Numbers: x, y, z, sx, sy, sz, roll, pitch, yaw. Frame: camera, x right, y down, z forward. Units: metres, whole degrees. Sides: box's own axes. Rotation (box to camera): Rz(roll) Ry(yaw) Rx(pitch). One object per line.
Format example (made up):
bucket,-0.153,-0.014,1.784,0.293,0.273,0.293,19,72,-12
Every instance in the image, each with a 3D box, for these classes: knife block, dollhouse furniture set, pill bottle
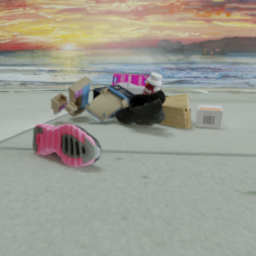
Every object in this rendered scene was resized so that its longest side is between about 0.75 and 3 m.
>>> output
knife block,1.541,-0.748,12.734,2.534,0.923,2.886,-10,20,15
dollhouse furniture set,-1.739,-0.695,13.292,2.714,1.771,2.562,33,51,17
pill bottle,1.216,-2.054,14.181,0.778,1.377,0.778,14,29,-8

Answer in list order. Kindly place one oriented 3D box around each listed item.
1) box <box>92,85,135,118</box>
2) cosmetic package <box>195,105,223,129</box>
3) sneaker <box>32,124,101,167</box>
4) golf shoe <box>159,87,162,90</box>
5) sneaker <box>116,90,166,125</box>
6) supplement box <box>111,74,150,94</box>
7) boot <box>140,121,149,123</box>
box,-0.745,-1.493,15.098,1.749,1.027,1.720,-16,37,-36
cosmetic package,3.585,-0.550,12.387,1.073,0.754,2.116,5,11,15
sneaker,-1.453,0.376,7.447,2.577,1.018,1.229,12,5,43
golf shoe,1.498,-1.565,14.982,0.649,1.788,0.823,-4,16,24
sneaker,0.386,-0.836,11.379,2.903,0.872,1.514,3,-29,37
supplement box,0.186,-2.547,17.707,2.358,1.193,1.219,3,-34,4
boot,0.614,-0.605,12.764,0.641,0.657,1.742,20,1,-35
